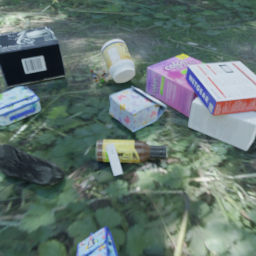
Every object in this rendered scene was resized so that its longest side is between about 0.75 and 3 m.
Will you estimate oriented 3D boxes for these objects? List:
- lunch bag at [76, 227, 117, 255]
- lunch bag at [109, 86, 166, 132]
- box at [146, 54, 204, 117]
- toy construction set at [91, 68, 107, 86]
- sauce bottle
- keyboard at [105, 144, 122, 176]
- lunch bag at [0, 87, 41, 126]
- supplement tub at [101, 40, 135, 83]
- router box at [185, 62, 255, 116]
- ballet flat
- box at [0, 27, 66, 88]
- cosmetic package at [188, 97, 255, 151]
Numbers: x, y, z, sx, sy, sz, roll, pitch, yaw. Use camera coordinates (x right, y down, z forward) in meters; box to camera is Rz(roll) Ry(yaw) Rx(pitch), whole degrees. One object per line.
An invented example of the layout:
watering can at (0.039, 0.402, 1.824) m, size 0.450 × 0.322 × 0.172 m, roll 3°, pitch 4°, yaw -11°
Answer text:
lunch bag at (-0.755, 2.983, 6.647) m, size 0.893 × 0.558 × 1.187 m, roll -37°, pitch 29°, yaw 6°
lunch bag at (0.386, -0.901, 11.360) m, size 1.854 × 1.179 × 1.572 m, roll -23°, pitch 46°, yaw -33°
box at (2.611, -2.017, 12.658) m, size 2.408 × 1.323 × 2.737 m, roll -26°, pitch 44°, yaw -30°
toy construction set at (-1.504, -2.580, 13.963) m, size 0.860 × 0.661 × 0.718 m, roll 40°, pitch 82°, yaw -7°
sauce bottle at (0.104, 0.790, 9.468) m, size 2.364 × 0.765 × 0.765 m, roll 0°, pitch 38°, yaw 3°
keyboard at (-0.459, 1.020, 9.046) m, size 0.286 × 0.054 × 1.017 m, roll -17°, pitch 83°, yaw -1°
lunch bag at (-4.761, -0.937, 11.737) m, size 1.913 × 0.789 × 1.538 m, roll -28°, pitch 49°, yaw -30°
supplement tub at (-0.461, -3.205, 13.549) m, size 1.278 × 1.278 × 1.770 m, roll -15°, pitch 71°, yaw -19°
router box at (3.745, -1.586, 10.586) m, size 2.336 × 0.636 × 2.602 m, roll -6°, pitch 41°, yaw -11°
ballet flat at (-3.353, 1.245, 9.099) m, size 2.859 × 0.812 × 0.950 m, roll 18°, pitch 86°, yaw 23°
box at (-5.064, -3.752, 14.464) m, size 2.950 × 1.828 × 2.900 m, roll -15°, pitch 38°, yaw -16°
cosmetic package at (3.547, -0.252, 10.472) m, size 2.368 × 1.201 × 0.844 m, roll 26°, pitch 44°, yaw 28°
